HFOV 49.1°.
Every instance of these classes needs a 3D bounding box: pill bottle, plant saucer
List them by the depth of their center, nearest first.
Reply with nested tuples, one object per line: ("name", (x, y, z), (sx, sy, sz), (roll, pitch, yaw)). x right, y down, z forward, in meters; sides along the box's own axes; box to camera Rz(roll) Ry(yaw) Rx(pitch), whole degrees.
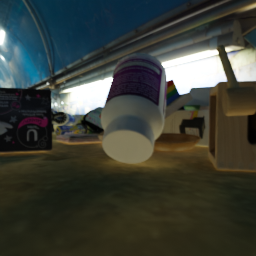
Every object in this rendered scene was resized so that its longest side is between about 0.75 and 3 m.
("pill bottle", (0.136, -0.442, 5.840), (1.287, 1.287, 2.292), (0, 45, 11))
("plant saucer", (1.220, 0.407, 7.912), (1.622, 0.287, 1.622), (-2, 7, 0))

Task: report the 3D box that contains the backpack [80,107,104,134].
("backpack", (-0.901, -0.198, 11.058), (1.450, 1.100, 1.737), (26, -4, -30))

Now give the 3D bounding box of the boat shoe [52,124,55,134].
("boat shoe", (-4.471, 0.000, 14.493), (1.827, 0.606, 0.683), (4, 3, 41))

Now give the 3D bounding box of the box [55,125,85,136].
("box", (-2.528, 0.150, 12.224), (1.208, 0.388, 0.423), (-3, 36, -41))

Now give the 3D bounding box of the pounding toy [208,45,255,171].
("pounding toy", (2.091, -0.358, 4.883), (1.122, 2.155, 2.453), (1, 3, 11))

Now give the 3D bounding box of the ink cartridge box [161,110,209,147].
("ink cartridge box", (2.717, -0.035, 9.388), (1.988, 1.130, 2.728), (-1, 3, -37))

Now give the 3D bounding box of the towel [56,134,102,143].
("towel", (-1.615, 0.362, 10.163), (1.637, 0.264, 1.564), (0, 1, -28))

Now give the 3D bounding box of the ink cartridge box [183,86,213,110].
("ink cartridge box", (3.647, -0.603, 11.463), (1.746, 1.051, 2.403), (4, -30, 49))

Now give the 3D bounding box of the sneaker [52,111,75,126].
("sneaker", (-3.581, -0.445, 14.440), (2.166, 0.851, 0.966), (11, -4, 38))

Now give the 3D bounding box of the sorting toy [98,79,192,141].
("sorting toy", (0.282, -0.555, 8.739), (2.415, 0.845, 2.429), (-34, 13, -22))

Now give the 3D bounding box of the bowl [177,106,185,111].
("bowl", (1.525, -0.309, 10.641), (1.643, 1.643, 0.323), (-1, 14, -26))

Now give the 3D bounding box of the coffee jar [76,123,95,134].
("coffee jar", (-2.010, 0.032, 14.127), (0.729, 0.596, 1.398), (3, 4, 33))

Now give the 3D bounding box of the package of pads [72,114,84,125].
("package of pads", (-2.081, -0.330, 17.727), (2.452, 0.836, 1.894), (8, 4, 13))

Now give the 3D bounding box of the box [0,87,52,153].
("box", (-3.481, -0.165, 7.231), (2.788, 1.600, 1.842), (0, 1, -21))
